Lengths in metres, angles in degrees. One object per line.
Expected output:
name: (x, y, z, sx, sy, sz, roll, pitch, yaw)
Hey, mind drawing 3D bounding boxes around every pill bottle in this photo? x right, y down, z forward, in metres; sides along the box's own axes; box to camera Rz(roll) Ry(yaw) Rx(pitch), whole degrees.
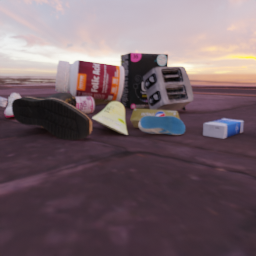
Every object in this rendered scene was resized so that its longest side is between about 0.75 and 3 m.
pill bottle: (-1.980, -0.868, 10.935, 1.188, 0.674, 0.674, -8, 13, -32)
pill bottle: (-1.573, -1.971, 11.484, 2.621, 1.496, 1.496, 5, 9, -12)

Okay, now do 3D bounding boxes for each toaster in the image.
toaster: (1.688, -1.562, 11.509, 1.820, 1.646, 1.080, -7, -11, -21)

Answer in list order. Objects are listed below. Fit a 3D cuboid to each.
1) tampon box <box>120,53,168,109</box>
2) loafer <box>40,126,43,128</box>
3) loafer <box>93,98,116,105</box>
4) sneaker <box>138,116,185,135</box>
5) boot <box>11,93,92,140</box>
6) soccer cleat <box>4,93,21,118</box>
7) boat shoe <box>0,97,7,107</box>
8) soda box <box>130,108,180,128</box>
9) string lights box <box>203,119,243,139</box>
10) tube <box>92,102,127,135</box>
tampon box: (0.709, -2.227, 13.254, 1.857, 2.478, 1.564, -4, 11, -19)
loafer: (-2.268, -0.141, 7.881, 1.066, 0.405, 0.359, 7, 24, 22)
loafer: (-1.188, -1.836, 14.589, 2.785, 1.059, 0.939, -27, -12, -48)
sneaker: (0.860, -0.054, 7.167, 1.197, 0.458, 0.483, 9, -14, -6)
boot: (-1.588, -0.516, 7.361, 2.402, 0.931, 1.662, 19, 25, 26)
soccer cleat: (-4.229, -0.851, 10.314, 0.634, 0.783, 1.814, -10, 15, -14)
boat shoe: (-4.772, -0.967, 10.094, 1.005, 0.328, 0.370, 16, 9, 33)
soda box: (0.743, -0.233, 7.795, 1.289, 0.413, 0.437, 5, -29, 25)
string lights box: (2.471, -0.002, 7.233, 1.105, 0.326, 0.568, -10, 15, -44)
tube: (-0.421, -0.302, 8.098, 0.728, 0.651, 2.508, -15, 12, 5)
